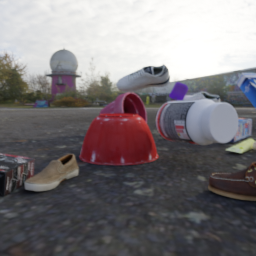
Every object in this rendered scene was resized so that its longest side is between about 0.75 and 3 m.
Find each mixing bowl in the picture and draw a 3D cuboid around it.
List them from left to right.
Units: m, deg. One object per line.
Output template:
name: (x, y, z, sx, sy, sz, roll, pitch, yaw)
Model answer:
mixing bowl: (-0.324, 0.259, 9.343, 2.656, 1.439, 2.656, -1, 6, 0)

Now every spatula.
spatula: (1.997, -0.799, 12.814, 0.738, 2.610, 0.268, 27, 15, 32)

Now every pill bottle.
pill bottle: (1.980, -0.178, 8.385, 1.335, 1.335, 2.305, -3, 4, -28)

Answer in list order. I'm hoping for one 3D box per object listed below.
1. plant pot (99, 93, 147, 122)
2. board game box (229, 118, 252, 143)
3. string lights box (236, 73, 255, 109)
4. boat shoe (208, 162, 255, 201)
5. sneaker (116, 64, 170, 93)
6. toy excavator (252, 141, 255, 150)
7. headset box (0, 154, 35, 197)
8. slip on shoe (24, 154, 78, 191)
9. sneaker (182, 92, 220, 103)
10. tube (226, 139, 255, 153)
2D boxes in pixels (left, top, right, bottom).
plant pot: (-0.390, -0.624, 15.117, 1.980, 2.213, 2.213, -14, -3, 36)
board game box: (4.653, -0.006, 13.901, 2.985, 0.921, 2.987, -4, 7, -39)
string lights box: (4.418, -1.167, 9.366, 0.828, 0.475, 1.611, -2, 47, -17)
boat shoe: (2.665, 1.025, 5.420, 2.200, 0.774, 0.774, 2, 10, 31)
sneaker: (0.378, -1.454, 7.946, 1.597, 0.610, 0.643, -12, -24, 14)
toy excavator: (5.180, 0.624, 10.301, 1.012, 1.041, 0.520, 44, -10, -17)
headset box: (-2.856, 0.985, 6.295, 1.052, 0.546, 1.414, 8, 6, 6)
slip on shoe: (-1.728, 1.011, 6.514, 0.652, 0.519, 1.715, 5, 8, 25)
sneaker: (3.163, -1.299, 12.288, 1.776, 0.629, 0.649, 10, 39, 24)
tube: (4.173, 0.709, 10.197, 1.465, 0.380, 0.425, -12, -26, -41)
